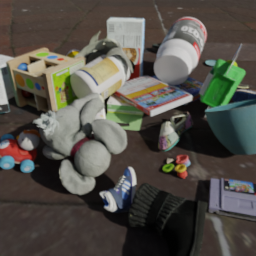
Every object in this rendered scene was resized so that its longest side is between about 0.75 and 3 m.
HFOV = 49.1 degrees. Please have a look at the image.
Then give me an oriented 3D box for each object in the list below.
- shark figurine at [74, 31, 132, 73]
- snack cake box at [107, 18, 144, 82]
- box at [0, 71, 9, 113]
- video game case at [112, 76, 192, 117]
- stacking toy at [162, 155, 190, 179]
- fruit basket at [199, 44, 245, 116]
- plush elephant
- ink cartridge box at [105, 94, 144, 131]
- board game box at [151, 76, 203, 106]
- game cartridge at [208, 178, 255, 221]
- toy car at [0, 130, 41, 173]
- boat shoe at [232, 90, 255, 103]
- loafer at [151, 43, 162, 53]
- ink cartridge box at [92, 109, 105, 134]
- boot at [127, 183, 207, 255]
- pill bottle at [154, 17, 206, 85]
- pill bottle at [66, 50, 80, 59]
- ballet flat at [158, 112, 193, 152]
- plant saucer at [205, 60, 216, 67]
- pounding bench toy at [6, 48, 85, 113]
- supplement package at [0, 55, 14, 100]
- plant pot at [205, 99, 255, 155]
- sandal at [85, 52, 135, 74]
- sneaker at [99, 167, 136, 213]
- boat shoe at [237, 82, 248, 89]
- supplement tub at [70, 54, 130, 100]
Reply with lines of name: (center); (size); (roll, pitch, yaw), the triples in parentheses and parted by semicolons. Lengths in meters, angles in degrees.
shark figurine: (-0.744, -2.843, 10.866); (3.080, 1.285, 1.840); (8, 60, 46)
snack cake box: (-0.087, -3.272, 11.925); (1.475, 2.566, 0.862); (4, 30, 5)
box: (-4.894, -1.662, 9.664); (0.988, 2.401, 0.590); (-14, 18, -29)
video game case: (0.745, -1.254, 10.224); (1.857, 0.227, 2.597); (-22, 35, -27)
stacking toy: (1.358, 1.104, 7.748); (0.686, 0.320, 0.758); (-12, 23, 30)
fruit basket: (3.362, -1.774, 10.135); (1.106, 2.184, 2.358); (24, 40, 6)
plush elephant: (-1.152, 0.415, 7.318); (2.038, 2.168, 2.632); (48, 7, 1)
ink cartridge box: (-0.114, -0.641, 10.044); (1.354, 0.446, 1.860); (5, 33, 8)
board game box: (2.074, -1.741, 11.657); (1.492, 0.380, 2.204); (-22, 40, -29)
game cartridge: (2.770, 1.700, 6.682); (1.623, 0.312, 1.052); (7, 38, 14)
toy car: (-2.867, 0.411, 7.602); (1.021, 1.155, 1.064); (19, 31, -34)
boat shoe: (4.969, -1.057, 10.372); (2.037, 0.736, 0.737); (24, 33, 26)
loafer: (2.119, -4.346, 15.211); (0.739, 0.647, 2.057); (-27, 43, -33)
ink cartridge box: (-1.237, -0.077, 9.089); (0.923, 0.530, 1.575); (-3, 34, 1)
boot: (0.672, 2.107, 5.701); (1.581, 0.796, 2.115); (14, 32, 15)
pill bottle: (2.166, -3.185, 11.598); (1.668, 1.668, 2.929); (12, 48, 17)
pill bottle: (-2.311, -2.884, 12.732); (1.020, 1.020, 1.957); (-9, 37, -13)
ballet flat: (1.431, 0.022, 8.797); (0.650, 0.669, 1.881); (-8, 21, 45)
plant saucer: (4.269, -3.208, 14.044); (0.768, 0.105, 0.768); (0, 35, 0)
pounding bench toy: (-2.700, -1.962, 10.730); (2.268, 1.806, 2.907); (20, 39, 28)
supplement package: (-5.703, -2.130, 11.318); (2.548, 1.396, 1.449); (17, 38, 24)
plant pot: (3.367, -0.012, 8.002); (2.059, 1.387, 2.059); (-12, 4, 1)
sandal: (-0.575, -2.356, 10.878); (2.381, 0.894, 0.537); (0, 24, -46)
sneaker: (-0.266, 1.422, 6.571); (0.810, 0.446, 1.106); (9, 63, -18)
boat shoe: (4.564, -1.961, 11.926); (1.136, 0.368, 0.416); (15, 26, 12)
supplement tub: (-0.946, -1.736, 9.842); (1.327, 1.327, 1.838); (27, 52, 33)
